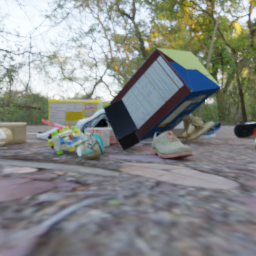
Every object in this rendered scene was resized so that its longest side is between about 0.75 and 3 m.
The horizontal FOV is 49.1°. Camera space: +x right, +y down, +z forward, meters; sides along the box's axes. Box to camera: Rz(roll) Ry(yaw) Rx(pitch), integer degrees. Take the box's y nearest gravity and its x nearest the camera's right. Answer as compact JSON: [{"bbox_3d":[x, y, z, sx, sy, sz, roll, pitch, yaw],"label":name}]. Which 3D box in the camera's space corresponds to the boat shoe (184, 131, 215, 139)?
[{"bbox_3d":[3.173,0.245,12.301,1.616,0.458,0.555,-1,1,-25],"label":"boat shoe"}]

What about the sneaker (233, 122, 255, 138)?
[{"bbox_3d":[5.981,0.065,12.471,2.275,0.801,1.064,-3,5,43],"label":"sneaker"}]

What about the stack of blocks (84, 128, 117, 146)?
[{"bbox_3d":[-0.876,0.279,9.373,1.022,0.520,1.775,0,1,-3],"label":"stack of blocks"}]

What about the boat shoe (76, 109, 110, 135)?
[{"bbox_3d":[-1.213,-0.133,12.333,0.916,0.932,2.584,16,26,23],"label":"boat shoe"}]

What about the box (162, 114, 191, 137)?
[{"bbox_3d":[1.431,-0.601,13.231,2.896,1.801,1.411,0,-17,4],"label":"box"}]

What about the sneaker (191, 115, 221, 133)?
[{"bbox_3d":[4.175,-0.190,16.530,2.744,1.137,0.973,0,3,-2],"label":"sneaker"}]

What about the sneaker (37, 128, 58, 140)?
[{"bbox_3d":[-3.093,0.245,11.510,1.275,0.517,0.479,-2,4,-19],"label":"sneaker"}]

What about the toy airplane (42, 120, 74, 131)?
[{"bbox_3d":[-2.491,0.144,12.127,2.524,0.464,2.524,14,-5,1],"label":"toy airplane"}]

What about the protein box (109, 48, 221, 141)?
[{"bbox_3d":[1.312,-1.145,9.872,2.619,1.780,2.638,-15,-24,-52],"label":"protein box"}]

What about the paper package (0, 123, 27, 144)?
[{"bbox_3d":[-4.379,0.183,9.504,1.319,0.716,1.384,1,2,28],"label":"paper package"}]

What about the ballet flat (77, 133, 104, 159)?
[{"bbox_3d":[-0.837,0.410,6.096,0.568,0.512,1.509,-19,4,-3],"label":"ballet flat"}]

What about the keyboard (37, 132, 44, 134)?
[{"bbox_3d":[-4.518,0.368,14.923,0.561,0.214,1.078,23,-3,-8],"label":"keyboard"}]

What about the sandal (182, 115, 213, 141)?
[{"bbox_3d":[2.282,-0.065,10.337,0.875,0.785,2.387,-43,-2,-7],"label":"sandal"}]

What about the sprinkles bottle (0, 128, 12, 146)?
[{"bbox_3d":[-3.868,0.298,7.773,0.570,0.570,1.670,0,1,4],"label":"sprinkles bottle"}]

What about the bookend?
[{"bbox_3d":[-0.025,0.127,7.545,0.584,1.261,1.269,-27,46,1],"label":"bookend"}]

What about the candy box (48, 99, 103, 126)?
[{"bbox_3d":[-2.505,-0.720,13.335,2.504,1.280,0.331,0,27,-16],"label":"candy box"}]

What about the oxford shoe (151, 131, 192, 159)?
[{"bbox_3d":[0.853,0.344,5.922,0.516,0.548,1.465,0,1,-22],"label":"oxford shoe"}]

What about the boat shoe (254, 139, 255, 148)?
[{"bbox_3d":[4.386,0.097,7.962,1.029,0.946,2.879,1,2,43],"label":"boat shoe"}]

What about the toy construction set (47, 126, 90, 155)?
[{"bbox_3d":[-1.382,0.255,6.825,0.973,0.683,1.483,-13,-5,9],"label":"toy construction set"}]
